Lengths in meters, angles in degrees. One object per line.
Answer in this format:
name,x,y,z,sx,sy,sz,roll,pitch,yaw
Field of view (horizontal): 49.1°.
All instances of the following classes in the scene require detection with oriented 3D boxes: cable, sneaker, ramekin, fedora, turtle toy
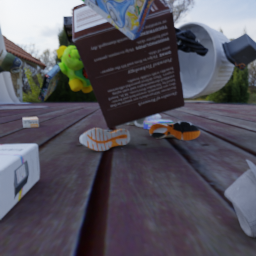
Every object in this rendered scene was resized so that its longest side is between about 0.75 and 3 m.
cable,1.663,-3.259,10.185,2.181,0.679,2.673,9,14,-37
sneaker,0.649,-0.607,15.543,1.470,1.152,2.958,3,14,-35
sneaker,-3.907,-1.980,9.133,0.732,0.547,1.631,25,-18,-26
ramekin,2.786,-2.598,11.047,1.497,2.852,2.852,-6,10,-35
fedora,1.658,1.013,3.734,0.546,1.069,1.209,-28,8,12
sneaker,-0.809,0.386,9.123,1.827,0.715,0.706,1,-5,-41
sneaker,1.882,0.077,11.147,1.948,0.737,0.896,4,4,21
turtle toy,-2.009,-2.651,11.790,1.393,2.009,2.756,-24,-3,16

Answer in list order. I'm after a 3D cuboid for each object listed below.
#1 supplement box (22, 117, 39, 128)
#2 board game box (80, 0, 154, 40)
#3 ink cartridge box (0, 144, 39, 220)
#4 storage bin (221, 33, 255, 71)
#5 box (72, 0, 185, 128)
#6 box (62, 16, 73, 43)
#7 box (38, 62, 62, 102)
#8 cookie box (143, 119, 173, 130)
supplement box,-5.193,-0.300,14.877,0.753,0.439,1.194,-4,9,-22
board game box,-0.249,-2.517,5.286,1.489,1.008,0.256,40,51,11
ink cartridge box,-2.490,0.836,4.819,1.395,0.809,1.890,0,9,0
storage bin,3.748,-2.454,9.099,1.190,0.866,0.799,16,-33,-39
box,0.014,-2.028,7.943,2.369,2.884,2.393,-17,42,2
box,-1.339,-3.230,9.192,1.422,0.315,1.139,-3,-10,-4
box,-3.358,-1.980,12.159,0.304,1.611,1.100,32,50,-6
cookie box,1.485,-0.149,13.793,1.120,0.421,0.958,-7,11,-37
